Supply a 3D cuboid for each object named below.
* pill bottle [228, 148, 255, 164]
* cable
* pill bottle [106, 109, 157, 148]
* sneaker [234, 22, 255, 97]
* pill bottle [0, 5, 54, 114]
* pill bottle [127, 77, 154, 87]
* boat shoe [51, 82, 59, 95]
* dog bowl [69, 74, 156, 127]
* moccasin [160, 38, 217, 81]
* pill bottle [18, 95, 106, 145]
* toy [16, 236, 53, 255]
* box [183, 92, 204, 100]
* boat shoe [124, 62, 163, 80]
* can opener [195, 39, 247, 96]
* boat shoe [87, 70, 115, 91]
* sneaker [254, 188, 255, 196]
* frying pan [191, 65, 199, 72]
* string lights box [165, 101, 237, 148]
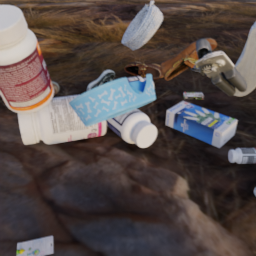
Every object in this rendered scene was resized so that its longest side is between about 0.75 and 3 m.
[{"bbox_3d":[3.717,0.902,8.986,0.869,0.503,0.503,0,32,-1],"label":"pill bottle"},{"bbox_3d":[0.610,-4.454,12.508,0.735,2.122,2.122,35,34,-25],"label":"cable"},{"bbox_3d":[0.044,-0.160,10.059,1.178,1.178,2.120,-20,37,-28],"label":"pill bottle"},{"bbox_3d":[3.331,-1.890,7.388,0.762,2.069,1.196,26,49,16],"label":"sneaker"},{"bbox_3d":[-3.256,-1.882,8.077,1.595,2.793,1.595,-1,52,2],"label":"pill bottle"},{"bbox_3d":[0.168,-1.748,12.721,1.903,1.057,1.057,-14,34,-20],"label":"pill bottle"},{"bbox_3d":[-4.309,-1.822,13.159,2.040,0.772,0.732,-2,34,0],"label":"boat shoe"},{"bbox_3d":[-0.235,-0.648,6.639,1.432,0.637,2.569,-22,1,32],"label":"dog bowl"},{"bbox_3d":[2.258,-2.542,10.516,2.268,0.830,0.875,-26,64,23],"label":"moccasin"},{"bbox_3d":[-2.297,-0.292,9.866,2.803,1.589,1.589,-9,33,-15],"label":"pill bottle"},{"bbox_3d":[-2.089,2.757,6.315,0.790,0.186,0.455,-6,35,-13],"label":"toy"},{"bbox_3d":[3.071,-1.507,13.192,0.896,0.156,0.493,1,32,1],"label":"box"},{"bbox_3d":[0.826,-3.034,15.058,2.361,0.831,0.830,19,32,40],"label":"boat shoe"},{"bbox_3d":[2.180,-1.387,6.476,0.612,0.767,2.293,-18,-18,32],"label":"can opener"},{"bbox_3d":[-1.137,-2.152,13.750,0.681,0.757,2.140,16,43,24],"label":"boat shoe"},{"bbox_3d":[3.969,1.925,7.355,0.506,0.491,1.386,-18,36,-26],"label":"sneaker"},{"bbox_3d":[4.267,-3.358,16.133,0.954,0.257,1.576,-11,30,-16],"label":"frying pan"},{"bbox_3d":[2.699,-0.186,10.552,2.326,0.686,1.195,26,40,35],"label":"string lights box"}]
